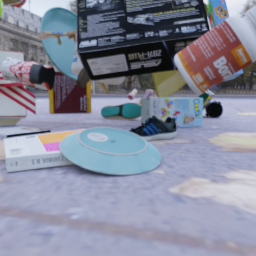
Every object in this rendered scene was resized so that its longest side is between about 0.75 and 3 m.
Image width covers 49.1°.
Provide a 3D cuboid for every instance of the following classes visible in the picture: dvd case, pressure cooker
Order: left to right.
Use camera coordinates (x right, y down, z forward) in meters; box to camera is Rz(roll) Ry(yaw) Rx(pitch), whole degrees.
[{"bbox_3d":[-3.311,0.110,8.154,1.827,0.160,1.304,6,10,41],"label":"dvd case"},{"bbox_3d":[4.040,-0.883,13.229,0.784,0.796,0.891,-2,8,9],"label":"pressure cooker"}]

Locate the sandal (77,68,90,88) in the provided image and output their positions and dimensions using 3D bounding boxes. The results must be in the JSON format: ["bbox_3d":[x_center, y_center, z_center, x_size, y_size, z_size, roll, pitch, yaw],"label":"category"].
[{"bbox_3d":[-0.841,-1.696,7.674,0.424,1.555,0.635,25,-26,17],"label":"sandal"}]

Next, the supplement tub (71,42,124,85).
[{"bbox_3d":[-0.805,-3.152,9.906,1.927,2.921,1.927,13,-1,0],"label":"supplement tub"}]

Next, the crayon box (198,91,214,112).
[{"bbox_3d":[3.532,-1.170,13.557,0.436,1.291,1.497,40,21,16],"label":"crayon box"}]

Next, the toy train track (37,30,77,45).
[{"bbox_3d":[-2.058,-2.710,8.460,1.200,0.340,2.091,-7,15,16],"label":"toy train track"}]

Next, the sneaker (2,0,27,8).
[{"bbox_3d":[-4.032,-4.203,9.249,1.345,0.479,0.757,-4,17,2],"label":"sneaker"}]

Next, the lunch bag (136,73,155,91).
[{"bbox_3d":[1.301,-3.200,11.591,1.574,2.678,2.196,16,52,38],"label":"lunch bag"}]

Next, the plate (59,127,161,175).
[{"bbox_3d":[-0.285,0.295,4.908,1.787,0.228,1.787,8,20,-3],"label":"plate"}]

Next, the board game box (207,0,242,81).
[{"bbox_3d":[3.381,-3.171,9.984,0.522,2.851,2.157,-14,1,15],"label":"board game box"}]

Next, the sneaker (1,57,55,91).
[{"bbox_3d":[-2.488,-1.365,7.071,0.986,0.614,1.840,11,4,-3],"label":"sneaker"}]

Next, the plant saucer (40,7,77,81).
[{"bbox_3d":[-2.260,-3.136,10.881,0.538,2.994,2.994,-18,-4,36],"label":"plant saucer"}]

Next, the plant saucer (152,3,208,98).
[{"bbox_3d":[1.734,-2.735,10.193,2.736,2.737,0.663,-37,49,-17],"label":"plant saucer"}]

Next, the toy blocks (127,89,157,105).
[{"bbox_3d":[0.853,-1.082,14.372,1.572,1.682,1.416,-9,33,39],"label":"toy blocks"}]

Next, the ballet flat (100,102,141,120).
[{"bbox_3d":[-0.180,-0.708,12.475,2.259,0.785,0.785,4,9,31],"label":"ballet flat"}]

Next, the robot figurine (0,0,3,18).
[{"bbox_3d":[-4.063,-2.985,7.222,1.248,1.893,2.158,33,-34,-32],"label":"robot figurine"}]

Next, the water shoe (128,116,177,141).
[{"bbox_3d":[0.518,-0.003,7.204,1.595,0.630,0.570,-4,8,-27],"label":"water shoe"}]

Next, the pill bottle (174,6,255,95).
[{"bbox_3d":[1.768,-1.416,5.166,1.660,0.931,0.931,-33,-6,23],"label":"pill bottle"}]

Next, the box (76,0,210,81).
[{"bbox_3d":[0.288,-2.651,6.925,2.932,2.401,1.263,-7,-22,5],"label":"box"}]

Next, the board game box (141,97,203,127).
[{"bbox_3d":[1.532,-0.572,9.991,1.964,1.030,1.012,-1,8,-14],"label":"board game box"}]

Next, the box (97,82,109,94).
[{"bbox_3d":[-1.584,-2.616,13.600,0.196,1.844,1.507,-31,33,-4],"label":"box"}]

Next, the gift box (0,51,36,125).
[{"bbox_3d":[-4.431,-1.057,9.031,2.393,2.593,2.421,-8,-4,-30],"label":"gift box"}]

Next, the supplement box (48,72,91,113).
[{"bbox_3d":[-3.327,-2.015,16.041,2.314,2.283,1.537,-2,8,-12],"label":"supplement box"}]

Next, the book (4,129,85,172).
[{"bbox_3d":[-1.261,0.383,5.196,1.890,0.454,1.262,-4,11,-24],"label":"book"}]
